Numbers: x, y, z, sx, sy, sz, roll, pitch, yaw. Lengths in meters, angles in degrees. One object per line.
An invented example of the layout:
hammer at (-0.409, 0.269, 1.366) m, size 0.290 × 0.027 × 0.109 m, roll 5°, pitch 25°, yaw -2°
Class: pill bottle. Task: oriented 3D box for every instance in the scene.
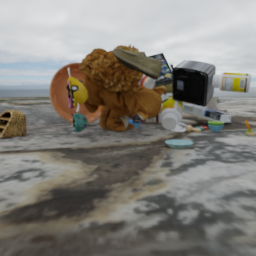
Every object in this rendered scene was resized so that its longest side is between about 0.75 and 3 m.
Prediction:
pill bottle at (0.887, -0.980, 12.992) m, size 2.611 × 1.491 × 1.491 m, roll 1°, pitch 8°, yaw 7°
pill bottle at (2.927, -1.295, 7.942) m, size 0.983 × 0.537 × 0.537 m, roll 9°, pitch 11°, yaw 23°
pill bottle at (0.420, -1.843, 10.701) m, size 1.131 × 0.620 × 0.620 m, roll 33°, pitch 27°, yaw 34°
pill bottle at (1.758, -0.613, 11.369) m, size 0.866 × 0.866 × 1.585 m, roll 2°, pitch 36°, yaw 14°

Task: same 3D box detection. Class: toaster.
toaster at (2.490, -1.796, 10.839) m, size 1.485 × 1.642 × 0.974 m, roll 17°, pitch 42°, yaw 31°

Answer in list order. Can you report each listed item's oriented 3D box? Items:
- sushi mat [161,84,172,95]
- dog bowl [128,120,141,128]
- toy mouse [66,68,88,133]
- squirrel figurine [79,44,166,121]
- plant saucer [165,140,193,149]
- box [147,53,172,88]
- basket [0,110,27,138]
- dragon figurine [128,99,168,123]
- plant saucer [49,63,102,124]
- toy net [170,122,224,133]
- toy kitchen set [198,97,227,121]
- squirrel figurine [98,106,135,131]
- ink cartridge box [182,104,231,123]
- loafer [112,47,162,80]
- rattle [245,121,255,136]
sushi mat at (1.404, -1.748, 13.200) m, size 2.295 × 0.139 × 1.098 m, roll 3°, pitch -30°, yaw 23°
dog bowl at (0.171, -0.168, 11.847) m, size 0.518 × 0.230 × 0.929 m, roll -5°, pitch 10°, yaw -31°
toy mouse at (-1.719, -0.747, 9.545) m, size 0.517 × 2.376 × 2.674 m, roll -8°, pitch 53°, yaw -16°
squirrel figurine at (-0.167, -1.318, 9.130) m, size 2.626 × 1.991 × 2.814 m, roll 32°, pitch -19°, yaw 26°
plant saucer at (1.416, 0.467, 7.817) m, size 0.774 × 0.149 × 0.774 m, roll -1°, pitch 9°, yaw 0°
box at (0.877, -2.302, 11.625) m, size 1.753 × 1.393 × 0.403 m, roll -17°, pitch -24°, yaw -10°
basket at (-4.162, -0.167, 9.622) m, size 0.911 × 0.873 × 1.223 m, roll -6°, pitch 10°, yaw -42°
dragon figurine at (0.837, -0.660, 11.127) m, size 1.645 × 0.818 × 0.484 m, roll -9°, pitch -29°, yaw 13°
plant saucer at (-2.094, -1.443, 11.969) m, size 2.626 × 2.626 × 0.492 m, roll -5°, pitch 2°, yaw -30°
toy net at (2.574, -0.065, 10.645) m, size 1.944 × 0.375 × 1.020 m, roll 0°, pitch 9°, yaw 1°
toy kitchen set at (4.500, -0.989, 14.110) m, size 1.315 × 1.189 × 1.458 m, roll -7°, pitch 11°, yaw -40°
squirrel figurine at (-0.511, -0.647, 10.864) m, size 1.522 × 1.420 × 1.077 m, roll 2°, pitch 7°, yaw 28°
ink cartridge box at (3.558, -0.662, 12.685) m, size 1.965 × 0.430 × 1.984 m, roll 20°, pitch 11°, yaw 33°
loafer at (0.261, -1.763, 7.341) m, size 1.483 × 0.500 × 0.564 m, roll 32°, pitch -2°, yaw 17°
rattle at (4.377, 0.049, 9.462) m, size 0.756 × 0.540 × 0.492 m, roll 0°, pitch -11°, yaw 42°
